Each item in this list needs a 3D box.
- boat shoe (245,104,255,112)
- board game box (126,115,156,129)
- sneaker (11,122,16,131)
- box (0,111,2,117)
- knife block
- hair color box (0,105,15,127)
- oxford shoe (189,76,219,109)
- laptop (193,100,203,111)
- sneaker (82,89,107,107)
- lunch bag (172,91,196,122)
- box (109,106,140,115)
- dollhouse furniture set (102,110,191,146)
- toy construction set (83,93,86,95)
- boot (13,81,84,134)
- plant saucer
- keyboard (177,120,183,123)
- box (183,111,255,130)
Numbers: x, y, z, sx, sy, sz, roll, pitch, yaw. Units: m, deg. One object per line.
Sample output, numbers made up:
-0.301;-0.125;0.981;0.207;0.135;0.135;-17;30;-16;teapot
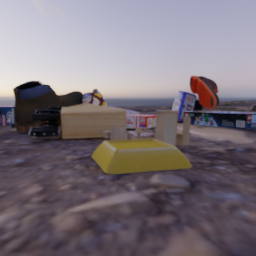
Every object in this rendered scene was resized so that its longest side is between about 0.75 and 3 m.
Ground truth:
5.251;-0.613;12.159;0.362;0.972;0.356;44;3;-6;boat shoe
0.202;-0.238;10.008;1.432;0.438;1.891;2;4;16;board game box
-3.238;-0.216;9.488;0.558;0.565;1.479;-10;19;45;sneaker
-4.720;-0.291;8.216;1.690;0.846;0.633;3;-34;9;box
-1.364;-0.109;7.180;2.146;0.687;1.884;12;20;34;knife block
-5.116;-0.536;11.661;1.314;0.795;2.628;2;6;20;hair color box
3.330;-1.579;11.540;0.960;0.942;2.647;-4;31;-3;oxford shoe
3.437;-1.188;17.127;1.781;1.038;2.010;0;6;-10;laptop
-1.364;-0.735;9.632;0.709;0.852;1.892;-18;18;21;sneaker
2.510;-0.963;12.745;0.965;1.325;1.558;16;5;13;lunch bag
-0.235;-0.783;14.111;1.690;0.350;0.327;15;-1;30;box
0.413;-0.070;6.412;1.354;0.775;1.588;-1;8;-40;dollhouse furniture set
-2.468;-1.082;15.059;1.320;1.432;1.717;-9;-4;38;toy construction set
-2.433;-0.989;9.036;1.059;1.374;2.836;18;35;27;boot
0.152;0.401;4.539;1.317;0.319;1.317;-2;7;-17;plant saucer
1.851;-0.349;12.939;0.731;0.278;1.405;12;4;-27;keyboard
3.965;-0.367;11.148;2.007;0.554;2.939;-4;7;-35;box
